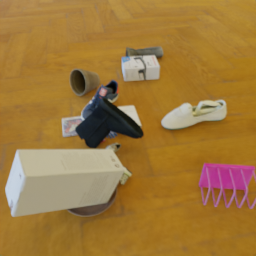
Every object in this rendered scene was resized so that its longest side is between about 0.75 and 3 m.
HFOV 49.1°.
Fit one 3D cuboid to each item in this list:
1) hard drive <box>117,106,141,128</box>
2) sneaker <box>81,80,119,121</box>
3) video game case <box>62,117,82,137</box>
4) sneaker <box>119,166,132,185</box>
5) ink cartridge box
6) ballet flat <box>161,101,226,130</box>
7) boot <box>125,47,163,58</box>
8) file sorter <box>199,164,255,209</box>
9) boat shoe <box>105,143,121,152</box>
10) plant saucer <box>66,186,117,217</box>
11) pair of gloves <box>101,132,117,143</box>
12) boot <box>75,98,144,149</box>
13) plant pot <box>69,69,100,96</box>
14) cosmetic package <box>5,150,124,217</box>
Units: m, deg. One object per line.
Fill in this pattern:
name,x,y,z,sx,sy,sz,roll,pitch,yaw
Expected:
hard drive,-0.096,-0.424,11.644,0.996,0.198,1.510,-5,37,-9
sneaker,-1.183,-1.220,11.990,0.908,1.024,2.423,28,52,8
video game case,-2.206,-0.079,11.536,0.985,0.124,1.081,-8,42,-10
sneaker,-0.593,1.518,9.459,1.420,0.546,0.629,14,66,29
ink cartridge box,0.628,-3.100,14.518,1.800,0.758,1.302,-5,41,-5
ballet flat,2.752,-0.665,11.602,2.861,0.993,0.993,-10,42,-10
boot,0.928,-4.066,15.771,2.093,0.759,1.903,4,43,-5
file sorter,3.076,1.835,8.610,1.517,1.055,0.952,3,41,3
boat shoe,-0.552,0.753,10.278,0.280,0.306,0.818,-8,17,32
plant saucer,-1.236,2.094,8.896,1.784,0.326,1.784,0,42,0
pair of gloves,-1.033,0.246,11.172,1.136,0.129,0.913,-26,46,-29
boot,-0.721,0.139,10.388,2.102,1.767,0.803,38,21,-11
plant pot,-1.988,-2.227,13.333,1.254,1.254,1.088,32,34,32
cosmetic package,-1.716,1.442,7.868,2.923,1.486,1.082,5,33,-38
